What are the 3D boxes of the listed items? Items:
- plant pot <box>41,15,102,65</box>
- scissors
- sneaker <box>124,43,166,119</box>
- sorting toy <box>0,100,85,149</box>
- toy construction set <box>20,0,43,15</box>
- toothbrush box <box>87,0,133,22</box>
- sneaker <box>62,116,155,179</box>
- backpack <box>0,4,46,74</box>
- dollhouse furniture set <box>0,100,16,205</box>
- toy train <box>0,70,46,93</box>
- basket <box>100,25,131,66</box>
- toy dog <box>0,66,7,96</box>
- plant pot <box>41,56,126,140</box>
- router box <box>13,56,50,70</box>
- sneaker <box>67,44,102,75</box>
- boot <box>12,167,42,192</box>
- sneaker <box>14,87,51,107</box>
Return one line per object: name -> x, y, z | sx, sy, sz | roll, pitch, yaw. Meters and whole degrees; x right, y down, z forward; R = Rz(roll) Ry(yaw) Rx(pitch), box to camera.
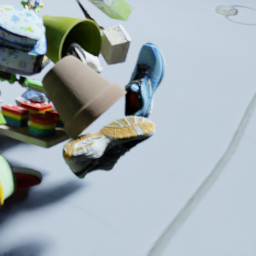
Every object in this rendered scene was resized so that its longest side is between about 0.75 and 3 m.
plant pot -> -2.288, -3.043, 9.826 | 1.916, 1.990, 1.990 | 30, 49, 26
scissors -> -1.451, -4.208, 10.768 | 0.202, 2.905, 1.063 | 8, 44, 41
sneaker -> 0.413, -1.250, 8.029 | 0.915, 2.334, 1.050 | 16, 14, 24
sorting toy -> -2.587, -0.233, 8.291 | 2.019, 0.707, 2.031 | 16, 16, 16
toy construction set -> -3.980, -4.128, 10.869 | 0.907, 1.969, 1.291 | 5, 65, -34
toothbrush box -> -0.662, -4.607, 10.411 | 1.006, 0.595, 1.382 | 27, 4, 39
sneaker -> -0.412, 0.496, 6.997 | 2.352, 1.031, 0.889 | -19, 34, -8
backpack -> -3.330, -2.602, 7.944 | 1.876, 1.378, 1.716 | 6, 49, -24
dollhouse furniture set -> -2.946, 0.489, 6.428 | 1.134, 2.260, 1.480 | -27, 5, -1
toy train -> -3.161, -1.415, 8.715 | 1.801, 0.376, 0.508 | 14, -4, -15
basket -> -0.511, -3.010, 10.385 | 0.782, 1.268, 0.859 | -23, 70, -21
toy dog -> -5.276, -2.132, 8.825 | 2.900, 1.913, 1.397 | 36, 27, 19
plant pot -> -1.319, -0.936, 7.522 | 1.728, 1.981, 1.981 | 49, 51, -5
router box -> -4.976, -3.343, 14.288 | 1.604, 0.410, 1.196 | 10, 42, 11
sneaker -> -1.246, -1.970, 8.196 | 0.579, 1.570, 0.628 | 24, 75, 25
boot -> -3.606, 1.955, 8.037 | 2.155, 0.780, 1.555 | -7, 42, 4
sneaker -> -3.411, -1.105, 11.388 | 2.155, 0.868, 1.578 | 25, 51, 33
